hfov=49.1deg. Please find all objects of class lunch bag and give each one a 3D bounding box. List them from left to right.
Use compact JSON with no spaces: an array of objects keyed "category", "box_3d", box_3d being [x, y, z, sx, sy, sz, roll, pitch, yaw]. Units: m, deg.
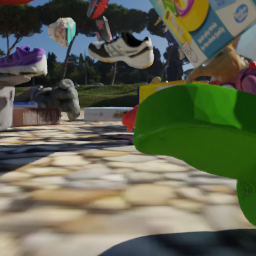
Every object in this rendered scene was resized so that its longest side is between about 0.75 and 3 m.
[{"category":"lunch bag","box_3d":[1.672,-2.854,8.133,0.819,0.841,1.237,43,-16,26]}]

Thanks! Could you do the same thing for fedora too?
[{"category":"fedora","box_3d":[-3.313,-0.430,5.742,2.564,1.158,2.268,-5,5,-30]}]

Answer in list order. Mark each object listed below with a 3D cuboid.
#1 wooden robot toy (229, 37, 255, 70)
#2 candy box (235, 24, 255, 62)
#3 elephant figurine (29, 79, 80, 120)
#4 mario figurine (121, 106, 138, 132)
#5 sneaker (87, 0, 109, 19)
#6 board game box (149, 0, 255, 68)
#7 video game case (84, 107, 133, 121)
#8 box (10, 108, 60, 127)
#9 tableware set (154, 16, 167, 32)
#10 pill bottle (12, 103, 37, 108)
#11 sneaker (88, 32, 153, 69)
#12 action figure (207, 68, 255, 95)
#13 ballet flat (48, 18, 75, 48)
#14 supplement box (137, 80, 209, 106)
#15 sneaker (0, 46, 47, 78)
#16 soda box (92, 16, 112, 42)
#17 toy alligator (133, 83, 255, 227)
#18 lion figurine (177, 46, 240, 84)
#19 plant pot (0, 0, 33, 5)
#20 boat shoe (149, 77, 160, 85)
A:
[{"category":"wooden robot toy","box_3d":[2.831,-2.007,7.450,1.107,1.140,2.512,13,5,16]},{"category":"candy box","box_3d":[2.951,-1.951,5.172,1.661,1.393,0.594,-7,31,-29]},{"category":"elephant figurine","box_3d":[-3.604,-1.100,12.449,2.677,1.894,2.077,-16,-23,-5]},{"category":"mario figurine","box_3d":[0.466,-0.002,5.729,1.255,0.665,0.775,10,-34,-13]},{"category":"sneaker","box_3d":[-0.925,-3.985,8.241,0.717,1.501,0.595,30,16,19]},{"category":"board game box","box_3d":[0.759,-2.475,4.051,0.674,2.871,2.168,-34,0,-6]},{"category":"video game case","box_3d":[-0.737,-0.652,12.711,2.308,0.579,2.547,-1,4,-4]},{"category":"box","box_3d":[-3.017,-0.356,8.766,1.591,0.596,0.797,-2,4,-45]},{"category":"tableware set","box_3d":[1.314,-2.947,6.228,0.349,1.740,1.150,40,3,-7]},{"category":"pill bottle","box_3d":[-4.196,-0.596,10.794,1.344,0.753,0.753,-2,5,-18]},{"category":"sneaker","box_3d":[-0.330,-3.423,11.583,2.947,1.292,1.115,13,47,17]},{"category":"action figure","box_3d":[2.664,-0.629,4.784,2.575,1.918,1.725,17,16,22]},{"category":"ballet flat","box_3d":[-2.242,-3.204,9.331,0.773,0.915,2.420,3,22,-7]},{"category":"supplement box","box_3d":[1.343,-0.643,8.082,1.234,1.227,2.254,-2,5,-28]},{"category":"sneaker","box_3d":[-2.828,-1.731,7.307,1.932,0.806,0.779,4,-3,27]},{"category":"soda box","box_3d":[-1.143,-4.347,13.253,0.594,1.680,0.532,-14,2,15]},{"category":"toy alligator","box_3d":[1.408,0.171,0.963,2.750,0.815,0.746,1,-36,10]},{"category":"lion figurine","box_3d":[1.991,-0.851,5.943,1.553,2.535,0.919,-14,39,5]},{"category":"plant pot","box_3d":[-2.813,-3.238,5.391,1.474,1.672,1.671,-20,25,-22]},{"category":"boat shoe","box_3d":[1.035,-1.751,11.436,0.292,0.311,0.816,32,-44,-10]}]
